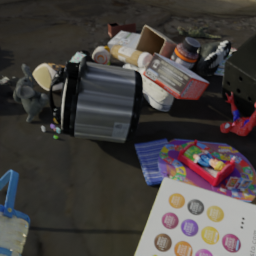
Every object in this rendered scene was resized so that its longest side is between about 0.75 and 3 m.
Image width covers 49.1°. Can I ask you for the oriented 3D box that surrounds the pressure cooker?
[{"bbox_3d":[-0.959,-0.751,7.876,2.495,2.194,2.228,6,4,-8],"label":"pressure cooker"}]

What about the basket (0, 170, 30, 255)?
[{"bbox_3d":[-2.742,1.949,5.393,1.729,1.364,1.961,-45,31,14],"label":"basket"}]

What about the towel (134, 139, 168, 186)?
[{"bbox_3d":[0.825,0.901,7.686,1.024,0.169,1.414,-10,49,-12],"label":"towel"}]

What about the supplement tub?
[{"bbox_3d":[1.997,-2.478,10.370,0.888,1.660,0.888,15,43,-14],"label":"supplement tub"}]

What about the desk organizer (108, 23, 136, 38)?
[{"bbox_3d":[-0.306,-5.042,14.224,1.390,0.535,0.498,-15,44,-17],"label":"desk organizer"}]

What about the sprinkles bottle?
[{"bbox_3d":[0.124,-2.832,11.127,0.632,0.632,1.853,-33,45,-31],"label":"sprinkles bottle"}]

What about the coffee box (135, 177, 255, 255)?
[{"bbox_3d":[1.151,2.253,4.782,1.786,1.806,1.803,16,56,18],"label":"coffee box"}]

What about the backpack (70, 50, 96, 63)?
[{"bbox_3d":[-1.795,-2.594,11.158,0.728,0.960,1.150,-46,46,-14],"label":"backpack"}]

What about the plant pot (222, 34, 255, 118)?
[{"bbox_3d":[4.445,-1.599,9.185,2.061,2.323,2.318,-25,47,-12],"label":"plant pot"}]

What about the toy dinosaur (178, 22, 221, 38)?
[{"bbox_3d":[3.597,-4.862,14.072,2.159,0.512,0.951,11,57,12],"label":"toy dinosaur"}]

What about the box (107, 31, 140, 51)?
[{"bbox_3d":[0.260,-3.890,13.025,1.966,0.405,1.533,15,44,17],"label":"box"}]

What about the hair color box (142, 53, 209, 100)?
[{"bbox_3d":[1.570,-1.518,8.744,1.324,0.763,2.387,39,19,19],"label":"hair color box"}]

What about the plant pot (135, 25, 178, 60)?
[{"bbox_3d":[1.253,-2.991,11.213,1.315,1.486,1.484,1,37,-37],"label":"plant pot"}]

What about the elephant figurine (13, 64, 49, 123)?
[{"bbox_3d":[-3.304,-1.152,9.158,1.423,1.007,1.104,43,27,-15],"label":"elephant figurine"}]

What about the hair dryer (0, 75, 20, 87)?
[{"bbox_3d":[-5.177,-1.245,10.074,1.802,0.643,2.366,12,35,37],"label":"hair dryer"}]

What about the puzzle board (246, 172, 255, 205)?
[{"bbox_3d":[2.700,1.873,6.676,1.647,0.190,2.186,9,44,7],"label":"puzzle board"}]

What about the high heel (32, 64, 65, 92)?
[{"bbox_3d":[-2.165,-1.912,10.736,2.801,1.000,1.996,14,17,35],"label":"high heel"}]

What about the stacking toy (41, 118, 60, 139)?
[{"bbox_3d":[-2.276,0.017,8.787,0.759,0.178,0.572,28,49,27],"label":"stacking toy"}]

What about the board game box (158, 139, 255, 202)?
[{"bbox_3d":[2.073,0.843,7.136,2.569,0.500,2.030,6,38,-2],"label":"board game box"}]

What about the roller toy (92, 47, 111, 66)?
[{"bbox_3d":[-1.112,-3.018,11.769,0.720,0.789,0.551,3,36,6],"label":"roller toy"}]

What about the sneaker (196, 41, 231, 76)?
[{"bbox_3d":[3.273,-2.900,11.616,1.168,0.858,2.582,17,44,34],"label":"sneaker"}]

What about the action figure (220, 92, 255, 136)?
[{"bbox_3d":[4.035,-0.573,8.386,2.713,1.343,0.885,-16,15,2],"label":"action figure"}]

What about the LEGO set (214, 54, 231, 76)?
[{"bbox_3d":[4.915,-2.623,11.468,2.432,0.597,1.817,13,44,19],"label":"LEGO set"}]

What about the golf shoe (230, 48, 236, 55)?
[{"bbox_3d":[4.962,-3.369,12.521,0.904,0.328,0.416,-3,45,10],"label":"golf shoe"}]

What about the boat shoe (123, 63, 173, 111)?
[{"bbox_3d":[0.733,-1.817,9.908,1.014,1.171,2.746,-2,39,-34],"label":"boat shoe"}]
